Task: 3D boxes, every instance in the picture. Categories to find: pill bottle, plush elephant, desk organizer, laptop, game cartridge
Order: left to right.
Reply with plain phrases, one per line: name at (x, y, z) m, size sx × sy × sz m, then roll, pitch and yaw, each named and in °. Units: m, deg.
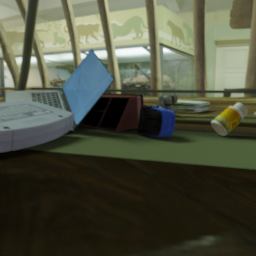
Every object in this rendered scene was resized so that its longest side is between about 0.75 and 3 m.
game cartridge at (-2.717, -0.114, 6.687) m, size 1.928 × 0.585 × 2.892 m, roll 14°, pitch 16°, yaw 24°
laptop at (-2.241, -1.214, 8.453) m, size 2.878 × 1.668 × 2.694 m, roll -4°, pitch 33°, yaw -21°
desk organizer at (-0.869, -0.576, 9.476) m, size 1.137 × 1.059 × 2.954 m, roll -12°, pitch 14°, yaw -39°
plush elephant at (1.802, -1.124, 13.465) m, size 1.119 × 1.052 × 1.359 m, roll -3°, pitch 8°, yaw -22°
pill bottle at (2.787, -0.253, 7.660) m, size 0.931 × 0.525 × 0.525 m, roll -39°, pitch 16°, yaw -8°

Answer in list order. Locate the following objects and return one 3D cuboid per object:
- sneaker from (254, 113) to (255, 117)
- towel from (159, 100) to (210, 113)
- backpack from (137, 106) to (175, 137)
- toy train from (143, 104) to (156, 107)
sneaker at (6.078, -0.605, 12.532) m, size 0.830 × 0.298 × 0.301 m, roll 3°, pitch 8°, yaw 36°
towel at (3.231, -1.225, 15.993) m, size 2.200 × 0.619 × 2.570 m, roll 9°, pitch 11°, yaw 32°
backpack at (0.838, -0.182, 7.539) m, size 0.853 × 0.826 × 1.016 m, roll -1°, pitch 7°, yaw -28°
toy train at (0.774, -0.663, 11.109) m, size 1.338 × 0.978 × 2.312 m, roll 12°, pitch 4°, yaw -17°
